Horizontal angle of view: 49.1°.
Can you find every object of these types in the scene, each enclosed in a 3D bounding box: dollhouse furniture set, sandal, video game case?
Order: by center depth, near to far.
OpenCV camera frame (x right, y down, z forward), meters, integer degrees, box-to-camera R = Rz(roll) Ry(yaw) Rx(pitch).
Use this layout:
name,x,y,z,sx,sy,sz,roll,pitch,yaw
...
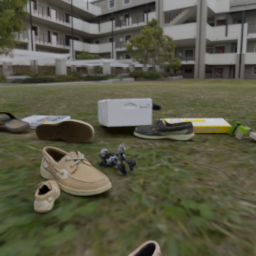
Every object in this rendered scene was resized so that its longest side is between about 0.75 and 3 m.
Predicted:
name,x,y,z,sx,sy,sz,roll,pitch,yaw
dollhouse furniture set,4.695,0.340,10.911,0.747,0.577,1.495,-1,29,-40
sandal,-5.462,-0.316,12.286,2.635,0.719,1.077,10,33,27
video game case,-4.193,-0.285,13.746,2.063,0.260,2.264,1,12,7

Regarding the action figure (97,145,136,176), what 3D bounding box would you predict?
name,x,y,z,sx,sy,sz,roll,pitch,yaw
action figure,-0.368,0.811,7.703,0.782,0.672,1.316,-21,23,-32

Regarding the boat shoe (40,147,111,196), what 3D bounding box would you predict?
name,x,y,z,sx,sy,sz,roll,pitch,yaw
boat shoe,-1.362,0.973,6.652,2.342,0.756,0.835,10,16,39

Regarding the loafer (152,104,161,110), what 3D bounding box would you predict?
name,x,y,z,sx,sy,sz,roll,pitch,yaw
loafer,1.595,-1.406,18.661,1.259,0.428,0.442,11,11,23

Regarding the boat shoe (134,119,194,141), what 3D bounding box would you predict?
name,x,y,z,sx,sy,sz,roll,pitch,yaw
boat shoe,1.394,0.019,11.012,2.360,0.776,0.843,3,16,15

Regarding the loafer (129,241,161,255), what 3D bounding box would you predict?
name,x,y,z,sx,sy,sz,roll,pitch,yaw
loafer,-0.248,1.845,2.974,0.677,0.592,1.884,10,15,38

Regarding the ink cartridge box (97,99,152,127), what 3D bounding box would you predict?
name,x,y,z,sx,sy,sz,roll,pitch,yaw
ink cartridge box,-0.248,-0.688,12.375,1.924,1.115,2.657,-3,4,-14

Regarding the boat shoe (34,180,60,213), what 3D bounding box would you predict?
name,x,y,z,sx,sy,sz,roll,pitch,yaw
boat shoe,-1.688,1.325,5.890,0.431,0.390,1.209,-2,12,-7

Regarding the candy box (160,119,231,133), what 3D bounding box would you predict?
name,x,y,z,sx,sy,sz,roll,pitch,yaw
candy box,2.900,-0.103,12.436,2.911,0.384,1.488,0,16,6

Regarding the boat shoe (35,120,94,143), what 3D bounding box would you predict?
name,x,y,z,sx,sy,sz,roll,pitch,yaw
boat shoe,-2.346,0.073,10.745,2.409,0.869,0.782,-2,12,19
